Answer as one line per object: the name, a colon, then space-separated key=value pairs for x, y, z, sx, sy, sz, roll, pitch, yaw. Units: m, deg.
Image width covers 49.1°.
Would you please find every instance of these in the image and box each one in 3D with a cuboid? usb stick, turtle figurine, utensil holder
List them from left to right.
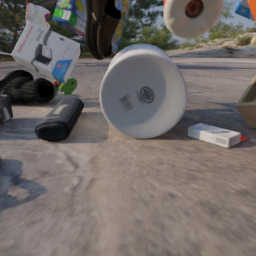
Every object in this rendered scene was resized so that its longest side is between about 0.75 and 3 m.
turtle figurine: x=-2.938 y=-1.724 z=9.658 sx=2.442 sy=1.758 sz=2.368 roll=-7 pitch=17 yaw=-32
usb stick: x=-1.668 y=-0.305 z=7.204 sx=0.790 sy=0.465 sz=2.849 roll=0 pitch=17 yaw=-2
utensil holder: x=0.367 y=-1.006 z=6.938 sx=2.008 sy=2.008 sz=2.363 roll=0 pitch=19 yaw=1

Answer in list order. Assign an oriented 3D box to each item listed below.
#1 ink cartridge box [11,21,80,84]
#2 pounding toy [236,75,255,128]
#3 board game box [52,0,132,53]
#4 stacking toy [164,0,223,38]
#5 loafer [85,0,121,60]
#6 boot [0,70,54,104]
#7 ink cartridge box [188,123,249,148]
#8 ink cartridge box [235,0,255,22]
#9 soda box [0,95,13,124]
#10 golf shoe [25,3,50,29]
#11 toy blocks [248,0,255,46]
ink cartridge box: x=-1.730 y=-1.609 z=6.012 sx=1.166 sy=0.846 sz=0.488 roll=24 pitch=-9 yaw=-4
pounding toy: x=3.560 y=-0.502 z=6.446 sx=1.390 sy=1.073 sz=1.510 roll=-51 pitch=24 yaw=-21
board game box: x=-0.803 y=-3.369 z=7.697 sx=0.490 sy=1.924 sz=2.843 roll=20 pitch=7 yaw=19
stacking toy: x=0.934 y=-2.241 z=4.803 sx=0.970 sy=0.970 sz=1.328 roll=-4 pitch=43 yaw=-12
loafer: x=-0.517 y=-2.329 z=6.118 sx=0.688 sy=1.929 sz=0.704 roll=19 pitch=47 yaw=19
boot: x=-3.544 y=-1.514 z=10.188 sx=1.939 sy=0.976 sz=2.593 roll=-4 pitch=27 yaw=11
ink cartridge box: x=2.018 y=0.108 z=6.257 sx=0.907 sy=0.230 sz=1.030 roll=-15 pitch=23 yaw=-38
ink cartridge box: x=3.585 y=-3.580 z=7.262 sx=0.891 sy=1.537 sz=0.521 roll=24 pitch=59 yaw=2
soda box: x=-3.579 y=-0.321 z=6.887 sx=0.603 sy=0.673 sz=1.903 roll=-1 pitch=17 yaw=5
golf shoe: x=-2.541 y=-2.685 z=7.881 sx=0.693 sy=1.515 sz=0.571 roll=2 pitch=8 yaw=-25
toy blocks: x=2.689 y=-2.274 z=5.031 sx=0.990 sy=2.727 sz=2.273 roll=-24 pitch=-2 yaw=13
